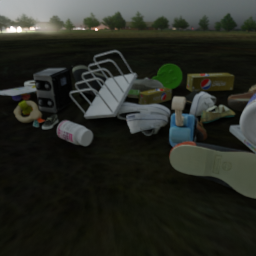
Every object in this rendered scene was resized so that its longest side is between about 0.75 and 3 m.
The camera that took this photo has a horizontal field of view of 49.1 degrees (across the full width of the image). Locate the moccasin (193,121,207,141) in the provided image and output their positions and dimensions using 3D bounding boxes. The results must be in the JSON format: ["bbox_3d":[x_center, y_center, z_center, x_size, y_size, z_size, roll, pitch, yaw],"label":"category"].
[{"bbox_3d":[2.293,-0.004,9.642,0.649,0.615,1.682,-13,15,-7],"label":"moccasin"}]

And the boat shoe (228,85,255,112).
[{"bbox_3d":[5.411,-1.290,11.764,2.594,0.982,0.931,-2,67,-7],"label":"boat shoe"}]

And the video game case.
[{"bbox_3d":[4.761,0.514,8.749,2.018,0.254,2.818,-2,22,-7],"label":"video game case"}]

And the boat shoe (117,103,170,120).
[{"bbox_3d":[0.574,-0.474,10.738,2.034,0.748,0.665,3,45,8],"label":"boat shoe"}]

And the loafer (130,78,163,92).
[{"bbox_3d":[0.848,-2.167,14.232,2.079,0.727,0.726,3,50,-33],"label":"loafer"}]

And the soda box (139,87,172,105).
[{"bbox_3d":[1.289,-1.488,13.214,1.697,0.543,0.575,-19,29,-38],"label":"soda box"}]

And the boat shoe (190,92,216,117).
[{"bbox_3d":[3.141,-0.972,11.534,0.775,0.872,2.371,17,30,21],"label":"boat shoe"}]

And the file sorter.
[{"bbox_3d":[-0.982,-1.650,10.772,1.550,1.391,2.234,-3,48,39],"label":"file sorter"}]

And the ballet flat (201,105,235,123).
[{"bbox_3d":[3.541,-0.599,10.966,1.698,0.600,0.600,-12,25,-27],"label":"ballet flat"}]

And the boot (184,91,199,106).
[{"bbox_3d":[2.776,-1.441,12.759,0.401,0.717,1.036,23,8,-38],"label":"boot"}]

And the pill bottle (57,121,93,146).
[{"bbox_3d":[-1.714,0.187,9.043,1.108,0.628,0.628,17,28,34],"label":"pill bottle"}]

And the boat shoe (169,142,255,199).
[{"bbox_3d":[2.373,0.963,6.769,2.783,0.991,0.871,13,1,13],"label":"boat shoe"}]

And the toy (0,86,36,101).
[{"bbox_3d":[-5.113,-1.638,13.620,1.287,0.528,2.235,8,23,26],"label":"toy"}]

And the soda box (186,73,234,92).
[{"bbox_3d":[4.478,-2.497,15.296,2.414,0.818,0.773,-4,23,-10],"label":"soda box"}]

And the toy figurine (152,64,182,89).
[{"bbox_3d":[2.028,-2.738,15.878,1.794,1.347,1.652,-29,6,2],"label":"toy figurine"}]

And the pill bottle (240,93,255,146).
[{"bbox_3d":[4.486,-0.464,8.837,1.489,1.489,2.574,12,25,26],"label":"pill bottle"}]

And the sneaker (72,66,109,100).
[{"bbox_3d":[-1.765,-1.986,14.143,1.024,1.454,2.738,-17,-16,28],"label":"sneaker"}]

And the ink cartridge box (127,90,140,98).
[{"bbox_3d":[0.391,-1.653,13.704,0.904,0.268,0.469,8,-12,17],"label":"ink cartridge box"}]

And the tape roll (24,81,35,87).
[{"bbox_3d":[-5.201,-2.337,15.519,1.018,0.356,1.018,0,23,0],"label":"tape roll"}]

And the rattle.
[{"bbox_3d":[-3.674,-0.365,10.952,1.426,1.018,0.928,27,57,14],"label":"rattle"}]

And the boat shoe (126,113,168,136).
[{"bbox_3d":[0.682,-0.068,9.565,0.784,0.696,2.130,-13,-9,40],"label":"boat shoe"}]

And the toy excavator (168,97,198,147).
[{"bbox_3d":[1.551,-0.091,8.157,0.844,1.642,1.689,6,10,16],"label":"toy excavator"}]

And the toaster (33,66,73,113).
[{"bbox_3d":[-3.198,-1.731,12.275,1.081,1.647,1.821,7,26,18],"label":"toaster"}]

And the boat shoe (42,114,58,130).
[{"bbox_3d":[-2.932,-0.236,10.470,0.357,0.321,1.009,4,23,8],"label":"boat shoe"}]
